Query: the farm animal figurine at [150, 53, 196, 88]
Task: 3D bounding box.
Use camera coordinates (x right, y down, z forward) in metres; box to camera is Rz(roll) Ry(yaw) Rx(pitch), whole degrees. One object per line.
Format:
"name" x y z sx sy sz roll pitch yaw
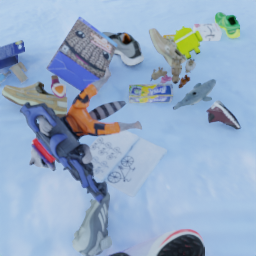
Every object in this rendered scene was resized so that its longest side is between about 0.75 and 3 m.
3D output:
"farm animal figurine" 1.504 -1.857 9.416 1.271 0.663 1.257 20 72 10

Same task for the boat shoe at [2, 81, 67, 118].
"boat shoe" -2.897 -1.060 8.843 2.280 0.868 0.817 19 16 9

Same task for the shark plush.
"shark plush" 2.047 -1.078 8.886 1.532 0.638 0.696 -20 79 -6

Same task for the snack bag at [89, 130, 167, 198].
"snack bag" -0.178 0.814 7.685 1.958 0.210 1.846 26 54 23

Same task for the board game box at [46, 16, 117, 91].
"board game box" -1.488 -2.425 9.458 1.634 0.993 2.050 32 48 -20

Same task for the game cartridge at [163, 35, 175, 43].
"game cartridge" 1.936 -3.636 11.651 0.858 0.158 0.973 -2 38 -1

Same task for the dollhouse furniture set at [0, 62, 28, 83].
"dollhouse furniture set" -4.165 -1.800 10.080 0.932 0.608 0.880 -28 22 15

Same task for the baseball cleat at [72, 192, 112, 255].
"baseball cleat" -0.655 2.206 6.351 0.873 0.572 1.640 42 38 -8

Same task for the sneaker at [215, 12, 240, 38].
"sneaker" 4.419 -4.648 12.236 0.676 0.763 1.825 -12 49 -9

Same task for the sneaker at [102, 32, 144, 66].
"sneaker" -0.284 -3.343 10.894 0.919 0.986 2.486 -31 48 -21

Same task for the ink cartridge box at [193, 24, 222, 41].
"ink cartridge box" 3.359 -4.079 11.950 1.037 0.440 0.755 -1 48 -3

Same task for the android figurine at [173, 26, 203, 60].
"android figurine" 2.276 -3.348 10.900 1.168 0.264 1.283 -30 80 18

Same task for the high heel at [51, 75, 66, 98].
"high heel" -2.156 -1.099 8.652 0.427 0.609 1.269 -18 42 -22

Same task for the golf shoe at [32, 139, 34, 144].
"golf shoe" -2.367 0.374 7.765 1.095 0.532 0.429 5 64 33

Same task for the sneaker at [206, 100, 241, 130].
"sneaker" 2.815 -0.257 8.465 1.146 0.662 0.434 44 28 -12

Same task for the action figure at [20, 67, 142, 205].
"action figure" -0.999 0.279 6.415 2.572 2.659 1.391 -30 8 0

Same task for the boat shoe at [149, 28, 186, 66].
"boat shoe" 1.371 -2.819 9.697 0.605 1.863 0.672 -25 46 27

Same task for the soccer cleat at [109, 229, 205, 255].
"soccer cleat" 0.400 2.686 5.706 2.371 0.868 0.809 -24 81 7

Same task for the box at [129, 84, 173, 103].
"box" 0.741 -1.132 9.221 1.418 0.497 0.456 -2 68 -1

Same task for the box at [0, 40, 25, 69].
"box" -4.874 -2.543 10.310 2.287 0.371 1.386 -22 40 -8
